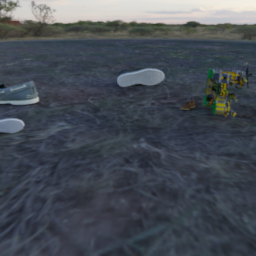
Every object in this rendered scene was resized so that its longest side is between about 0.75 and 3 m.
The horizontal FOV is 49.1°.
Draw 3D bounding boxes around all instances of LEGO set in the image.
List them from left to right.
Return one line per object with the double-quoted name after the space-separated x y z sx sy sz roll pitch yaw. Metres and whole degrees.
3.449 -1.241 9.448 1.299 1.724 2.242 4 7 3 "LEGO set"

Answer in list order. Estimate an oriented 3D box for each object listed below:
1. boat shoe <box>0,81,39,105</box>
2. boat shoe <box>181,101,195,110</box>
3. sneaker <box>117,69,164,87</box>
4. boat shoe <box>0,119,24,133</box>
-5.008 -1.462 11.114 2.886 0.891 1.051 2 22 5 "boat shoe"
2.214 -0.845 10.388 0.276 0.259 0.768 23 30 38 "boat shoe"
0.554 -2.657 14.184 2.404 0.850 1.192 -8 28 -9 "sneaker"
-3.714 -0.068 8.272 1.229 0.436 0.429 -11 26 -9 "boat shoe"
